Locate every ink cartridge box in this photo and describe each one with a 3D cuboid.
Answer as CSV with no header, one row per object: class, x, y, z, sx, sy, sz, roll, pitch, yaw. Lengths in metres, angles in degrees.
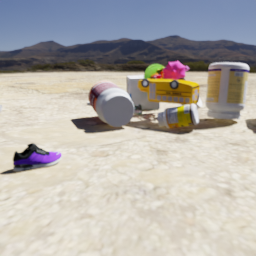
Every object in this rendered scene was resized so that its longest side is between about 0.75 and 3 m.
ink cartridge box,0.758,-1.957,15.144,1.591,1.619,2.199,-2,14,-4

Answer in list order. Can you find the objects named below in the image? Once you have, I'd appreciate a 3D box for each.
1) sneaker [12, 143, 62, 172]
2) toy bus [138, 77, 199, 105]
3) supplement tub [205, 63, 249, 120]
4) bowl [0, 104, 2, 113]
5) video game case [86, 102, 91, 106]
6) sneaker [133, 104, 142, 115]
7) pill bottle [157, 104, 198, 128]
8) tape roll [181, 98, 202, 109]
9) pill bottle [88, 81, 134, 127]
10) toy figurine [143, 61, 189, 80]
sneaker,-2.257,0.668,7.016,1.242,0.618,0.432,-12,18,-35
toy bus,1.610,-1.540,11.468,2.477,0.970,0.806,9,19,34
supplement tub,4.105,-1.521,11.751,1.619,2.227,1.619,4,7,0
bowl,-5.925,-0.649,12.072,1.013,0.476,1.013,-17,-16,-5
video game case,-1.280,-1.337,15.701,1.771,0.160,1.268,13,20,40
sneaker,0.130,-0.915,13.182,1.121,0.511,0.435,4,-8,2
pill bottle,1.866,-0.414,10.600,1.449,0.792,0.792,-7,11,24
tape roll,2.682,-1.421,12.668,0.524,1.499,1.499,-38,-5,29
pill bottle,-0.731,-1.025,11.638,1.493,1.493,2.615,-4,20,-16
toy figurine,2.022,-2.398,12.703,2.075,1.558,1.910,-22,6,-25
